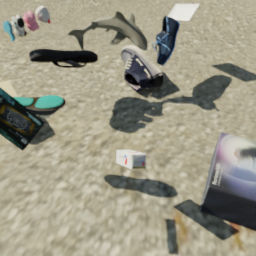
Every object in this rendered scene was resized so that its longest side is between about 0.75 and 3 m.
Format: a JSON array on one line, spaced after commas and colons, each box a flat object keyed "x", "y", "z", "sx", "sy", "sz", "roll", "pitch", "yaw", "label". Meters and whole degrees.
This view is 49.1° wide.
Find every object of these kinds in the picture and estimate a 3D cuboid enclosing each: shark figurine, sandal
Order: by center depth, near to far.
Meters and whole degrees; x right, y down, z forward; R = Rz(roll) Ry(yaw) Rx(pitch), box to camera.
[{"x": -0.673, "y": -3.840, "z": 10.352, "sx": 2.878, "sy": 1.201, "sz": 1.720, "roll": 3, "pitch": 78, "yaw": -1, "label": "shark figurine"}, {"x": -2.338, "y": -2.485, "z": 10.436, "sx": 2.733, "sy": 0.585, "sz": 1.039, "roll": -11, "pitch": 2, "yaw": -41, "label": "sandal"}]

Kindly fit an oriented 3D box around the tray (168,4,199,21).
[{"x": 2.423, "y": -5.084, "z": 12.411, "sx": 0.848, "sy": 0.175, "sz": 1.580, "roll": -58, "pitch": 38, "yaw": 2, "label": "tray"}]

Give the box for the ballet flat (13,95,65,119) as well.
[{"x": -2.500, "y": -0.558, "z": 7.779, "sx": 1.804, "sy": 0.659, "sz": 0.659, "roll": 1, "pitch": 43, "yaw": 14, "label": "ballet flat"}]

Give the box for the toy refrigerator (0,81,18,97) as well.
[{"x": -4.694, "y": -0.768, "z": 10.910, "sx": 0.960, "sy": 0.885, "sz": 2.529, "roll": -20, "pitch": 48, "yaw": -29, "label": "toy refrigerator"}]

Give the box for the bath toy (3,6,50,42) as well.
[{"x": -3.353, "y": -3.537, "z": 9.541, "sx": 1.668, "sy": 0.725, "sz": 0.616, "roll": -38, "pitch": 89, "yaw": -26, "label": "bath toy"}]

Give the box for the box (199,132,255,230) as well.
[{"x": 3.487, "y": 1.548, "z": 8.134, "sx": 2.246, "sy": 1.396, "sz": 2.265, "roll": 14, "pitch": 46, "yaw": 16, "label": "box"}]

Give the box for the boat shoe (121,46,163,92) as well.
[{"x": 0.202, "y": -2.769, "z": 12.734, "sx": 1.388, "sy": 1.118, "sz": 2.994, "roll": -20, "pitch": 48, "yaw": -29, "label": "boat shoe"}]

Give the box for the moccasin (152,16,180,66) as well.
[{"x": 1.468, "y": -3.655, "z": 11.761, "sx": 0.826, "sy": 0.975, "sz": 2.422, "roll": 26, "pitch": 59, "yaw": -19, "label": "moccasin"}]

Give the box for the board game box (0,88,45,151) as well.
[{"x": -2.632, "y": -0.256, "z": 6.156, "sx": 1.431, "sy": 0.201, "sz": 0.968, "roll": 42, "pitch": 33, "yaw": -16, "label": "board game box"}]

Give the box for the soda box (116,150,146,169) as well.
[{"x": 0.053, "y": 0.795, "z": 7.181, "sx": 0.395, "sy": 0.369, "sz": 1.159, "roll": 0, "pitch": 0, "yaw": -21, "label": "soda box"}]
